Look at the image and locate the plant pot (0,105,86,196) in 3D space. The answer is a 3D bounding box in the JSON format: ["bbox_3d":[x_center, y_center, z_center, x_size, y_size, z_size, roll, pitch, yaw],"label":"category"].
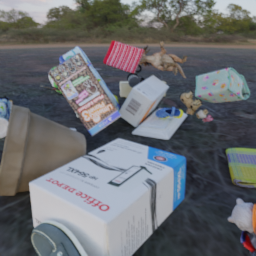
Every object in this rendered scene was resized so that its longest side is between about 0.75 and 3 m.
[{"bbox_3d":[-2.066,0.640,6.826,1.825,2.104,2.104,10,16,-21],"label":"plant pot"}]

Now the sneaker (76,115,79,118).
[{"bbox_3d":[-1.755,-0.718,11.948,0.519,0.435,1.173,22,34,20],"label":"sneaker"}]

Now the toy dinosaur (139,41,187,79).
[{"bbox_3d":[1.504,-3.058,12.779,2.603,1.117,1.764,15,3,-28],"label":"toy dinosaur"}]

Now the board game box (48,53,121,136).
[{"bbox_3d":[-1.275,-0.943,8.036,0.972,2.007,1.600,-35,14,-7],"label":"board game box"}]

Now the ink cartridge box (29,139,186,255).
[{"bbox_3d":[-0.291,1.330,5.762,1.973,1.139,2.702,14,24,33],"label":"ink cartridge box"}]

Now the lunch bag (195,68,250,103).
[{"bbox_3d":[3.148,-1.286,9.285,1.496,0.912,1.274,17,-17,-41],"label":"lunch bag"}]

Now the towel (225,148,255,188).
[{"bbox_3d":[3.537,1.088,7.713,1.538,0.244,2.142,4,20,11],"label":"towel"}]

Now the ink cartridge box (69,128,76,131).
[{"bbox_3d":[-2.272,0.393,9.214,0.799,0.459,1.100,4,21,11],"label":"ink cartridge box"}]

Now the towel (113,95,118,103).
[{"bbox_3d":[-1.047,-1.524,13.873,1.224,0.110,0.527,15,49,-34],"label":"towel"}]

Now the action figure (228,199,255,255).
[{"bbox_3d":[2.876,1.731,4.805,2.172,1.174,2.245,16,24,16],"label":"action figure"}]

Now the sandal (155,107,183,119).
[{"bbox_3d":[1.486,-0.591,10.544,1.108,0.440,0.482,-4,-18,38],"label":"sandal"}]

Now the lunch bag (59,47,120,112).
[{"bbox_3d":[-1.478,-1.636,10.831,1.127,2.734,2.198,-34,-12,-4],"label":"lunch bag"}]

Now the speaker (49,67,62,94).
[{"bbox_3d":[-4.020,-2.910,16.837,1.313,1.313,2.969,-7,22,-19],"label":"speaker"}]

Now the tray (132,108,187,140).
[{"bbox_3d":[1.315,-0.270,11.074,1.448,0.299,2.696,10,25,23],"label":"tray"}]

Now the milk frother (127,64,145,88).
[{"bbox_3d":[0.337,-2.531,13.559,0.850,0.942,0.886,-17,24,2],"label":"milk frother"}]

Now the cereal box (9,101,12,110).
[{"bbox_3d":[-6.444,-0.921,11.816,1.762,0.484,2.449,4,8,21],"label":"cereal box"}]

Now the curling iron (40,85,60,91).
[{"bbox_3d":[-2.627,-1.357,9.718,0.251,0.129,1.012,-7,-6,34],"label":"curling iron"}]

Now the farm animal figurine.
[{"bbox_3d":[2.229,-0.644,9.490,0.604,0.970,1.201,-35,37,8],"label":"farm animal figurine"}]

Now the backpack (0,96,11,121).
[{"bbox_3d":[-5.213,-0.658,11.214,0.938,1.025,0.753,-7,22,-13],"label":"backpack"}]

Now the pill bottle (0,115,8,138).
[{"bbox_3d":[-4.894,-0.153,10.236,0.759,0.759,1.343,-16,26,-36],"label":"pill bottle"}]

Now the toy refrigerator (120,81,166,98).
[{"bbox_3d":[0.775,-2.094,15.317,2.430,0.850,0.923,-1,14,-5],"label":"toy refrigerator"}]

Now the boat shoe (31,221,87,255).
[{"bbox_3d":[-0.968,2.153,4.093,0.691,0.814,2.236,-14,29,-41],"label":"boat shoe"}]

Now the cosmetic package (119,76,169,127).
[{"bbox_3d":[0.704,-1.182,11.733,0.950,1.352,2.666,36,29,6],"label":"cosmetic package"}]

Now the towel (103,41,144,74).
[{"bbox_3d":[-0.222,-3.112,12.215,1.602,1.159,0.180,23,-3,21],"label":"towel"}]
